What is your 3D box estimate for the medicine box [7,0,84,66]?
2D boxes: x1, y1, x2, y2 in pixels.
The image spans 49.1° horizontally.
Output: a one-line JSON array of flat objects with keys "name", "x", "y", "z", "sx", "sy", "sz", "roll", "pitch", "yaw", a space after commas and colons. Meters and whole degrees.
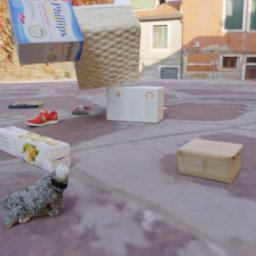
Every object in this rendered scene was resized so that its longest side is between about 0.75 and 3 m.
[{"name": "medicine box", "x": -2.610, "y": -3.034, "z": 8.866, "sx": 1.950, "sy": 1.776, "sz": 1.004, "roll": -11, "pitch": -24, "yaw": -23}]

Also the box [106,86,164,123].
[{"name": "box", "x": 0.303, "y": -1.034, "z": 11.889, "sx": 2.245, "sy": 1.396, "sz": 1.094, "roll": 4, "pitch": 13, "yaw": 20}]

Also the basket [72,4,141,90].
[{"name": "basket", "x": -0.966, "y": -3.304, "z": 11.542, "sx": 2.824, "sy": 2.799, "sz": 2.271, "roll": -9, "pitch": 43, "yaw": -11}]

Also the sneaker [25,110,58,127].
[{"name": "sneaker", "x": -3.369, "y": -0.402, "z": 10.855, "sx": 0.551, "sy": 0.608, "sz": 1.432, "roll": 9, "pitch": 15, "yaw": 37}]

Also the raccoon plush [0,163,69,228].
[{"name": "raccoon plush", "x": -1.372, "y": 0.901, "z": 3.984, "sx": 0.793, "sy": 1.183, "sz": 0.572, "roll": -9, "pitch": 44, "yaw": -34}]

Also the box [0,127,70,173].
[{"name": "box", "x": -2.470, "y": 0.466, "z": 6.990, "sx": 2.804, "sy": 0.543, "sz": 0.581, "roll": 12, "pitch": 17, "yaw": 43}]

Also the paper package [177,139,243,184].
[{"name": "paper package", "x": 1.776, "y": 0.658, "z": 6.028, "sx": 1.131, "sy": 0.585, "sz": 1.078, "roll": 7, "pitch": 14, "yaw": 31}]

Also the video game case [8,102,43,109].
[{"name": "video game case", "x": -5.781, "y": -1.284, "z": 15.898, "sx": 1.620, "sy": 0.207, "sz": 1.464, "roll": -3, "pitch": 13, "yaw": -8}]

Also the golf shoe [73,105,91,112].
[{"name": "golf shoe", "x": -2.363, "y": -0.990, "z": 14.274, "sx": 0.900, "sy": 0.339, "sz": 0.412, "roll": -4, "pitch": 10, "yaw": -24}]

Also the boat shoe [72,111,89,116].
[{"name": "boat shoe", "x": -2.228, "y": -0.710, "z": 13.154, "sx": 0.840, "sy": 0.239, "sz": 0.281, "roll": -7, "pitch": 14, "yaw": -28}]

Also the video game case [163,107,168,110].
[{"name": "video game case", "x": 1.530, "y": -1.053, "z": 15.102, "sx": 1.019, "sy": 0.091, "sz": 0.729, "roll": -3, "pitch": 12, "yaw": -13}]
